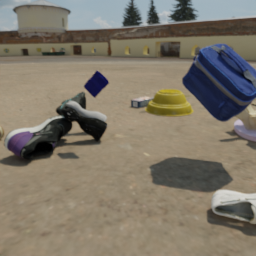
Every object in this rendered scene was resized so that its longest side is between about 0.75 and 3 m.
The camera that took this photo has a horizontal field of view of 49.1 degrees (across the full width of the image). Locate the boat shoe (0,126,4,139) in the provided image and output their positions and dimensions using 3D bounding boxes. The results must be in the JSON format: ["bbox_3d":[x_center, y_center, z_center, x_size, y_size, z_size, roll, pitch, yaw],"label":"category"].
[{"bbox_3d":[-5.984,0.158,10.740,2.230,0.805,0.803,8,17,6],"label":"boat shoe"}]

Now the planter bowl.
[{"bbox_3d":[2.256,-1.495,15.378,2.666,1.110,2.666,-1,18,0],"label":"planter bowl"}]

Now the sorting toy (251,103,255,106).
[{"bbox_3d":[7.968,-1.414,16.766,0.988,0.132,0.736,-9,15,-28],"label":"sorting toy"}]

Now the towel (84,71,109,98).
[{"bbox_3d":[-1.095,-1.504,9.656,0.817,0.603,0.202,-42,2,27],"label":"towel"}]

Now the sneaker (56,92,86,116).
[{"bbox_3d":[-2.889,-1.254,14.664,1.147,1.091,2.895,-1,17,3],"label":"sneaker"}]

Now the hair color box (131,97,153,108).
[{"bbox_3d":[0.864,-1.528,16.605,0.691,0.418,1.382,15,23,39],"label":"hair color box"}]

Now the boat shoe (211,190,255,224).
[{"bbox_3d":[2.716,1.757,5.941,1.853,0.656,0.642,-3,16,22],"label":"boat shoe"}]

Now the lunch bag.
[{"bbox_3d":[2.854,-1.517,8.418,1.528,1.488,2.249,-27,69,-38],"label":"lunch bag"}]

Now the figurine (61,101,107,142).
[{"bbox_3d":[-1.769,-0.437,11.199,1.789,0.790,1.834,31,12,-14],"label":"figurine"}]

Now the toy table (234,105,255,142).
[{"bbox_3d":[5.131,-0.439,11.222,2.077,1.323,2.259,-21,21,-18],"label":"toy table"}]

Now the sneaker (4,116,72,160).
[{"bbox_3d":[-2.815,0.447,9.908,1.197,1.035,2.734,27,32,26],"label":"sneaker"}]
